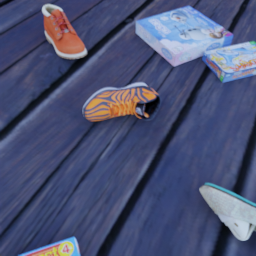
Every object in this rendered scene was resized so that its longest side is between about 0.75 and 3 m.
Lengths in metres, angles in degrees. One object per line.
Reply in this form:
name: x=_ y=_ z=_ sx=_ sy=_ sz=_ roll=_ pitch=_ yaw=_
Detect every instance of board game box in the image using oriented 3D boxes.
board game box: x=4.164 y=-2.508 z=10.506 sx=2.247 sy=0.387 sz=1.521 roll=-15 pitch=50 yaw=-13
board game box: x=-1.622 y=3.199 z=5.371 sx=1.654 sy=0.462 sz=1.619 roll=-15 pitch=51 yaw=-13
board game box: x=2.242 y=-3.910 z=11.595 sx=2.849 sy=0.621 sz=2.863 roll=-24 pitch=53 yaw=-19

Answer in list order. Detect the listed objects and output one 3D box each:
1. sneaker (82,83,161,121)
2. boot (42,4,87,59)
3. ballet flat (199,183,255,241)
sneaker: x=-0.086 y=-0.662 z=8.331 sx=2.396 sy=0.929 sz=1.342 roll=-24 pitch=36 yaw=-19
boot: x=-2.576 y=-3.751 z=10.931 sx=1.024 sy=1.463 sz=2.729 roll=-29 pitch=56 yaw=-25
ballet flat: x=2.850 y=2.175 z=6.004 sx=2.976 sy=1.004 sz=0.928 roll=22 pitch=74 yaw=20
